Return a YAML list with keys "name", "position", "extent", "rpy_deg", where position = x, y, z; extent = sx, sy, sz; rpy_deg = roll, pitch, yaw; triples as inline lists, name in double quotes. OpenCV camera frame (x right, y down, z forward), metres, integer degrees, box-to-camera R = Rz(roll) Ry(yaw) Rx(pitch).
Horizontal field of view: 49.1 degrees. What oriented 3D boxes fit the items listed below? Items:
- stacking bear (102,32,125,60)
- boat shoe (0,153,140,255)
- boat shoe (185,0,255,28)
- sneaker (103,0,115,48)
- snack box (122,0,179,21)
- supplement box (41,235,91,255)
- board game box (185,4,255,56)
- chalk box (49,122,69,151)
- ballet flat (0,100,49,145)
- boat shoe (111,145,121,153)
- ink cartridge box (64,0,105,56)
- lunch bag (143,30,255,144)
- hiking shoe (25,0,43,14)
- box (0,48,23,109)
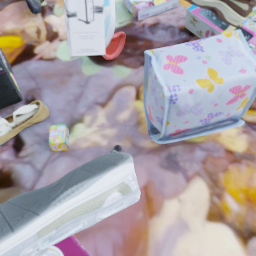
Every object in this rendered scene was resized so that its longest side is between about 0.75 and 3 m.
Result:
- name: "stacking bear"
  position: [-1.036, -3.165, 9.771]
  extent: [1.022, 0.957, 1.683]
  rpy_deg: [-24, 51, -34]
- name: "boat shoe"
  position: [-0.831, 1.080, 3.337]
  extent: [2.331, 0.859, 0.748]
  rpy_deg: [-28, 108, -31]
- name: "boat shoe"
  position: [1.837, -3.173, 6.030]
  extent: [2.717, 1.005, 1.004]
  rpy_deg: [7, 53, -36]
- name: "sneaker"
  position: [-1.150, -3.327, 6.841]
  extent: [1.103, 1.811, 2.774]
  rpy_deg: [8, 100, 30]
- name: "snack box"
  position: [0.890, -5.098, 11.077]
  extent: [1.868, 0.495, 1.328]
  rpy_deg: [-24, 63, -13]
- name: "supplement box"
  position: [-1.379, 3.267, 5.942]
  extent: [2.329, 1.202, 1.525]
  rpy_deg: [40, 68, 20]
- name: "board game box"
  position: [3.807, -3.709, 9.874]
  extent: [2.139, 0.932, 2.900]
  rpy_deg: [-40, 66, -10]
- name: "chalk box"
  position: [-1.985, 0.209, 8.087]
  extent: [0.487, 0.490, 0.787]
  rpy_deg: [-4, 60, -3]
- name: "ballet flat"
  position: [-3.394, -0.190, 8.199]
  extent: [2.157, 0.680, 0.740]
  rpy_deg: [-33, 66, -17]
- name: "boat shoe"
  position: [-0.400, 0.782, 7.905]
  extent: [0.286, 0.234, 0.775]
  rpy_deg: [21, 63, 12]
- name: "ink cartridge box"
  position: [-0.892, -2.390, 5.504]
  extent: [0.704, 1.669, 1.219]
  rpy_deg: [-6, 29, -12]
- name: "lunch bag"
  position: [1.740, -0.697, 7.206]
  extent: [2.450, 2.889, 1.837]
  rpy_deg: [-13, 61, -7]
- name: "hiking shoe"
  position: [-3.607, -5.307, 11.046]
  extent: [1.003, 0.754, 1.992]
  rpy_deg: [-21, 62, -8]
- name: "box"
  position: [-4.929, -1.464, 8.097]
  extent: [2.817, 2.092, 1.751]
  rpy_deg: [-24, 63, -13]
